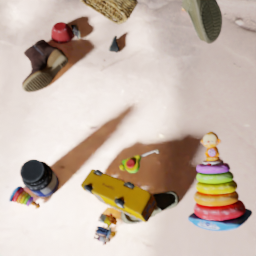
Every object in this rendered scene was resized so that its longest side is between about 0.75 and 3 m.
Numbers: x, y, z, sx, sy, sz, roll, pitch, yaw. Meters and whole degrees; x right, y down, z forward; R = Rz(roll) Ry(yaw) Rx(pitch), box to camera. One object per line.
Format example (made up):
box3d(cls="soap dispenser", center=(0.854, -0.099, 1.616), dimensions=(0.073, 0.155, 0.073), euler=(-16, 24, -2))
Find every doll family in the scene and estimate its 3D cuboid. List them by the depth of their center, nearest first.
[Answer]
box3d(cls="doll family", center=(-0.655, 3.044, 8.511), dimensions=(0.620, 0.450, 0.999), euler=(13, 65, 6))

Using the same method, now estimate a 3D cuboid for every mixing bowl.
box3d(cls="mixing bowl", center=(-2.867, -4.152, 11.978), dimensions=(0.995, 0.539, 0.995), euler=(0, 63, 0))

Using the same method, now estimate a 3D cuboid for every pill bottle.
box3d(cls="pill bottle", center=(-2.711, 1.544, 8.588), dimensions=(0.906, 1.620, 0.906), euler=(0, 64, 0))

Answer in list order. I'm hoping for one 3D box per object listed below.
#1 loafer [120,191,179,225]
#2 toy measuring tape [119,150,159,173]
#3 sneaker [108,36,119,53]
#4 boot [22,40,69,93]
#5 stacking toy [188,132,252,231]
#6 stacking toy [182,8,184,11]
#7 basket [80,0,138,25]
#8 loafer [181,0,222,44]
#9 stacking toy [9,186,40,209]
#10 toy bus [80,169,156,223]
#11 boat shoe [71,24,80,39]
box3d(cls="loafer", center=(0.690, 2.389, 8.704), dimensions=(1.973, 0.673, 0.746), euler=(-21, 66, -10))
box3d(cls="toy measuring tape", center=(0.221, 0.662, 5.289), dimensions=(0.813, 0.299, 0.299), euler=(-20, 64, 11))
box3d(cls="sneaker", center=(-0.510, -3.503, 11.825), dimensions=(0.414, 0.291, 0.779), euler=(19, 75, 4))
box3d(cls="boot", center=(-3.645, -2.501, 11.185), dimensions=(1.859, 0.809, 2.235), euler=(37, 70, 28))
box3d(cls="stacking toy", center=(1.966, 1.125, 6.315), dimensions=(1.214, 1.148, 2.093), euler=(-5, 91, 42))
box3d(cls="stacking toy", center=(2.873, -5.352, 12.660), dimensions=(0.900, 0.494, 0.522), euler=(15, 67, 20))
box3d(cls="basket", center=(-0.649, -4.156, 9.306), dimensions=(1.633, 1.216, 1.165), euler=(26, 30, -27))
box3d(cls="loafer", center=(2.185, -3.762, 8.644), dimensions=(0.901, 0.799, 2.368), euler=(-29, 110, -17))
box3d(cls="stacking toy", center=(-3.214, 2.292, 8.908), dimensions=(0.967, 0.531, 0.561), euler=(28, 75, 1))
box3d(cls="toy bus", center=(-0.338, 2.009, 8.506), dimensions=(2.268, 0.888, 0.738), euler=(14, 58, 33))
box3d(cls="boat shoe", center=(-2.269, -4.151, 12.065), dimensions=(0.288, 0.319, 0.888), euler=(-6, 59, -22))
